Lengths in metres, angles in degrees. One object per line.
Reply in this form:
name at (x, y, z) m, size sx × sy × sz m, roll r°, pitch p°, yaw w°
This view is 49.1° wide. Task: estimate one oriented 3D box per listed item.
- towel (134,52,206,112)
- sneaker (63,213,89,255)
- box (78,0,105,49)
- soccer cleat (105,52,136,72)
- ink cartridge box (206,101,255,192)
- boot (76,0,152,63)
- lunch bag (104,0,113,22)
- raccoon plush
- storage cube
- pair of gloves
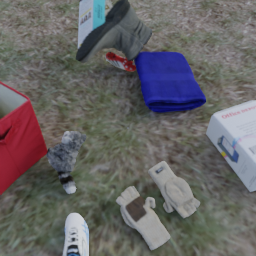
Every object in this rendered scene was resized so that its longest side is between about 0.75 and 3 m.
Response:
towel at (1.369, -1.699, 10.075) m, size 2.070 × 0.695 × 2.803 m, roll -2°, pitch 49°, yaw -11°
sneaker at (-1.184, 2.657, 6.322) m, size 0.588 × 0.593 × 1.637 m, roll -7°, pitch 48°, yaw -5°
box at (-1.388, -4.122, 10.671) m, size 0.568 × 0.951 × 2.310 m, roll 12°, pitch 72°, yaw -42°
soccer cleat at (-0.295, -2.540, 10.905) m, size 1.269 × 0.541 × 0.436 m, roll 24°, pitch 79°, yaw -5°
ink cartridge box at (3.580, 0.426, 7.970) m, size 1.641 × 0.988 × 2.259 m, roll -17°, pitch 53°, yaw -15°
boot at (-0.384, -2.934, 9.883) m, size 2.742 × 1.791 × 0.928 m, roll -49°, pitch 36°, yaw -2°
lunch bag at (-1.046, -4.532, 11.447) m, size 1.263 × 0.743 × 1.036 m, roll -39°, pitch 61°, yaw 17°
raccoon plush at (-1.432, 0.828, 7.538) m, size 1.048 × 0.756 × 1.563 m, roll -29°, pitch 89°, yaw 10°
storage cube at (-3.791, 0.209, 7.345) m, size 2.474 × 2.224 × 2.115 m, roll 28°, pitch 55°, yaw 21°
pair of gloves at (0.745, 1.904, 7.079) m, size 1.845 × 0.323 × 1.569 m, roll -37°, pitch 68°, yaw -22°
